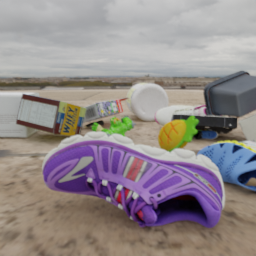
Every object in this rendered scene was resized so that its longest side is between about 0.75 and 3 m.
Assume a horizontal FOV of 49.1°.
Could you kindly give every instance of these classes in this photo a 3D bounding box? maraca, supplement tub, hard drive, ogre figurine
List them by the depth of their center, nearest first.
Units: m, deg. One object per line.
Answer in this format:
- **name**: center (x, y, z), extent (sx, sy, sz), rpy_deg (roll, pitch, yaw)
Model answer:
- **maraca**: center (1.344, 0.182, 7.586), extent (0.764, 0.979, 1.428), rpy_deg (27, -33, -24)
- **ogre figurine**: center (-0.475, 0.051, 9.533), extent (1.757, 0.862, 1.054), rpy_deg (-6, 8, -36)
- **hard drive**: center (2.600, -0.127, 9.977), extent (2.142, 0.405, 1.497), rpy_deg (3, -9, 7)
- **supplement tub**: center (0.906, -1.413, 14.704), extent (1.861, 1.861, 2.566), rpy_deg (-2, 10, -8)

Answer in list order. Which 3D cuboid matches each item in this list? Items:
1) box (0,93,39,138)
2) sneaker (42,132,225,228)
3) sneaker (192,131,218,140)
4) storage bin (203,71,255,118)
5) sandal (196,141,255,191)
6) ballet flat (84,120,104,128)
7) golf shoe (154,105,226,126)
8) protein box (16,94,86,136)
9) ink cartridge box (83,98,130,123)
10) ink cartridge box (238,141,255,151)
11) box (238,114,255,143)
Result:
- **box**: center (-4.515, -0.551, 10.740), extent (1.830, 1.576, 1.839), rpy_deg (0, 11, -1)
- **sneaker**: center (0.036, 0.857, 4.203), extent (2.841, 1.145, 1.185), rpy_deg (6, 38, 5)
- **sneaker**: center (2.678, 0.256, 9.861), extent (0.854, 0.328, 0.475), rpy_deg (6, 10, 34)
- **storage bin**: center (3.887, -1.007, 9.629), extent (2.047, 1.490, 1.375), rpy_deg (-21, 20, -17)
- **sandal**: center (2.295, 0.821, 5.513), extent (2.205, 0.876, 0.960), rpy_deg (8, 17, 42)
- **ballet flat**: center (-1.470, -0.121, 12.048), extent (0.882, 0.251, 0.293), rpy_deg (-13, 12, 9)
- **golf shoe**: center (2.479, -0.550, 11.206), extent (2.822, 1.063, 1.291), rpy_deg (0, -18, 4)
- **protein box**: center (-2.661, -0.427, 9.852), extent (1.620, 1.093, 1.609), rpy_deg (13, 1, 23)
- **ink cartridge box**: center (-1.074, -0.763, 12.411), extent (1.430, 0.661, 2.625), rpy_deg (-15, 2, 34)
- **ink cartridge box**: center (2.969, 0.676, 7.182), extent (1.136, 0.471, 0.828), rpy_deg (-4, 11, -22)
- **box**: center (4.329, -0.068, 9.034), extent (1.400, 0.895, 0.763), rpy_deg (-16, -10, -46)
